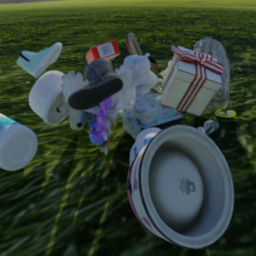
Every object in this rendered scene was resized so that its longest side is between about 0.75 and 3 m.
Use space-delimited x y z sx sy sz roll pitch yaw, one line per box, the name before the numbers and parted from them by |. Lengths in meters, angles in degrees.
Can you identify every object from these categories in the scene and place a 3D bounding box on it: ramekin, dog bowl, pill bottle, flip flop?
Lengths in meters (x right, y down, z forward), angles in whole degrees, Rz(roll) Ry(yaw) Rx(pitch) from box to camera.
ramekin | -2.686 -1.143 10.168 1.007 1.918 1.918 33 38 9
dog bowl | 1.148 1.339 6.486 2.677 2.677 0.987 -24 -3 -35
pill bottle | 0.775 1.073 7.767 1.462 1.462 2.605 0 30 1
flip flop | 0.805 -2.797 12.076 0.830 2.884 1.170 -19 28 18
pill bottle | -4.287 0.293 9.140 2.578 1.428 1.428 21 36 32

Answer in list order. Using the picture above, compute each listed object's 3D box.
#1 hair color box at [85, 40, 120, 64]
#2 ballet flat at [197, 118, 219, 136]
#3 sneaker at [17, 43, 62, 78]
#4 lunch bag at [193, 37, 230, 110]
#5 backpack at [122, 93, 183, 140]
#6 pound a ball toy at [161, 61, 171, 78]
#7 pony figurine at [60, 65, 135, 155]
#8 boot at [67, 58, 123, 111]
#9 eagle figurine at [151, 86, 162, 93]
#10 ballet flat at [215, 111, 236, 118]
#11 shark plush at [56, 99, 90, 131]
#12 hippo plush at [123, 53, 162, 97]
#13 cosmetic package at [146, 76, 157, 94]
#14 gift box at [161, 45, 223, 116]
hair color box | -1.109 -3.054 11.774 1.068 0.616 1.927 -23 10 -12
ballet flat | 2.591 0.076 9.562 1.303 0.484 0.484 -36 45 -28
sneaker | -3.032 -2.537 9.542 0.965 0.602 1.637 32 60 3
lunch bag | 3.357 -2.244 11.762 1.717 2.067 2.465 1 66 21
backpack | 0.752 -0.382 10.209 1.822 1.589 2.073 -20 27 -24
pound a ball toy | 1.629 -1.952 10.425 0.596 0.915 0.389 -30 20 50
pony figurine | -0.719 -0.878 9.723 2.428 2.814 2.915 -2 27 13
boot | -1.138 -1.445 8.645 1.809 0.722 1.989 -22 40 -9
eagle figurine | 1.816 -1.184 11.740 1.834 1.384 1.391 -9 13 30
ballet flat | 4.085 -0.599 11.773 0.831 0.278 0.279 6 -3 19
shark plush | -1.530 -1.221 10.219 1.273 2.803 1.167 20 2 27
hippo plush | 0.412 -1.970 10.629 1.759 1.414 1.401 21 67 30
cosmetic package | 0.734 -1.926 13.422 0.621 0.918 1.746 23 37 16
gift box | 2.006 -1.714 9.300 1.663 1.683 1.802 13 46 -11
